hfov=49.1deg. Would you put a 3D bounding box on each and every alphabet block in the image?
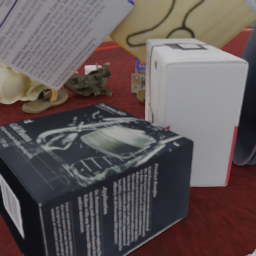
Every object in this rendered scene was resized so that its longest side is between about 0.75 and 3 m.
[{"bbox_3d":[1.194,-3.235,7.253,2.613,2.676,2.627,30,36,-31],"label":"alphabet block"}]

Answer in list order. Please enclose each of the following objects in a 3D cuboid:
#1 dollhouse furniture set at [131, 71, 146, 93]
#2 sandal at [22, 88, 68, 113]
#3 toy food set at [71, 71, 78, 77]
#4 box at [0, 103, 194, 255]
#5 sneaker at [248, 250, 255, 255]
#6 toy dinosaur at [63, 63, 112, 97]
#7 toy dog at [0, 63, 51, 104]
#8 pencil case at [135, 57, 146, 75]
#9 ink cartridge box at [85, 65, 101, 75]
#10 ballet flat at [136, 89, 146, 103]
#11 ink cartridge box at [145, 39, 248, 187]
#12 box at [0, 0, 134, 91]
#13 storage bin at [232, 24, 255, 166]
[{"bbox_3d":[0.706,-1.619,9.948,0.989,0.693,0.697,11,26,24],"label":"dollhouse furniture set"},{"bbox_3d":[-2.502,-0.936,8.614,0.728,0.489,1.812,11,26,24],"label":"sandal"},{"bbox_3d":[-2.817,-2.202,11.753,0.812,0.451,1.381,40,42,21],"label":"toy food set"},{"bbox_3d":[-0.601,0.659,3.909,2.079,1.311,2.115,-16,28,-36],"label":"box"},{"bbox_3d":[1.475,1.617,2.214,2.200,0.827,1.265,-12,23,-34],"label":"sneaker"},{"bbox_3d":[-1.455,-1.498,9.635,2.775,1.068,1.419,-28,23,-37],"label":"toy dinosaur"},{"bbox_3d":[-4.105,-1.763,9.124,2.507,1.749,2.430,29,68,31],"label":"toy dog"},{"bbox_3d":[1.428,-2.765,12.252,2.348,1.020,0.916,-1,-21,-5],"label":"pencil case"},{"bbox_3d":[-1.479,-2.443,12.222,0.725,0.409,0.987,-5,23,-13],"label":"ink cartridge box"},{"bbox_3d":[1.022,-1.045,8.988,1.489,0.505,0.539,-7,44,-15],"label":"ballet flat"},{"bbox_3d":[1.052,-0.544,5.597,1.223,2.130,2.933,-2,23,-2],"label":"ink cartridge box"},{"bbox_3d":[-1.884,-2.599,5.493,2.907,2.673,1.525,27,37,-37],"label":"box"},{"bbox_3d":[3.162,-0.658,5.402,1.842,2.743,1.996,9,29,-8],"label":"storage bin"}]
